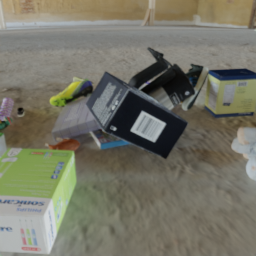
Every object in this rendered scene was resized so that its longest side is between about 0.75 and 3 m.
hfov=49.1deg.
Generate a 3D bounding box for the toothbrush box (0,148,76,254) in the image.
[{"bbox_3d":[-2.275,1.466,6.241,1.722,1.018,2.365,2,24,2],"label":"toothbrush box"}]

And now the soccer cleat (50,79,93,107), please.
[{"bbox_3d":[-2.429,-1.509,11.915,1.925,0.622,0.805,-24,64,-8],"label":"soccer cleat"}]

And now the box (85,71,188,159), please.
[{"bbox_3d":[0.170,-0.426,8.301,2.186,1.305,2.223,26,11,-29],"label":"box"}]

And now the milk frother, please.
[{"bbox_3d":[0.884,-1.645,10.556,2.210,2.120,2.349,-34,30,4],"label":"milk frother"}]

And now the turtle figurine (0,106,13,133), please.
[{"bbox_3d":[-4.794,-0.147,9.844,1.789,0.901,1.339,-28,18,-18],"label":"turtle figurine"}]

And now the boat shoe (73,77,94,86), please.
[{"bbox_3d":[-2.478,-2.467,15.424,1.372,0.432,0.500,21,10,25],"label":"boat shoe"}]

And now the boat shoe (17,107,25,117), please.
[{"bbox_3d":[-4.552,-0.740,11.824,0.315,0.257,0.853,-6,26,-12],"label":"boat shoe"}]

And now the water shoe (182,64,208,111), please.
[{"bbox_3d":[2.549,-1.713,11.722,0.972,0.880,2.462,25,56,14],"label":"water shoe"}]

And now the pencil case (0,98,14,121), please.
[{"bbox_3d":[-4.915,-0.726,11.226,0.443,0.435,1.035,-8,49,11],"label":"pencil case"}]

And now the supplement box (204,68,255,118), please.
[{"bbox_3d":[4.256,-1.448,11.579,1.733,1.731,1.163,-4,26,-8],"label":"supplement box"}]

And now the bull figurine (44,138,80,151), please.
[{"bbox_3d":[-2.136,0.645,8.608,0.843,0.452,1.388,15,20,32],"label":"bull figurine"}]

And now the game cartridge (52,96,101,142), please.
[{"bbox_3d":[-1.666,-0.495,10.470,1.903,0.563,2.935,-20,23,8],"label":"game cartridge"}]

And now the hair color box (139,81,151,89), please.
[{"bbox_3d":[0.767,-1.695,12.442,1.327,0.787,2.429,0,12,6],"label":"hair color box"}]

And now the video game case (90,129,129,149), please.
[{"bbox_3d":[-0.556,0.014,10.280,1.692,0.210,2.364,-10,27,-20],"label":"video game case"}]

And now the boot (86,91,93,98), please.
[{"bbox_3d":[-0.909,-1.734,13.512,2.093,0.709,1.367,-19,25,-37],"label":"boot"}]

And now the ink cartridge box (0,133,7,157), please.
[{"bbox_3d":[-4.759,0.681,8.207,1.812,0.762,1.323,4,26,8],"label":"ink cartridge box"}]

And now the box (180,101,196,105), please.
[{"bbox_3d":[2.708,-1.912,13.428,1.104,0.995,1.963,4,25,10],"label":"box"}]

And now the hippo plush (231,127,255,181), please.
[{"bbox_3d":[3.904,0.829,7.658,1.893,1.508,1.522,-10,53,19],"label":"hippo plush"}]
